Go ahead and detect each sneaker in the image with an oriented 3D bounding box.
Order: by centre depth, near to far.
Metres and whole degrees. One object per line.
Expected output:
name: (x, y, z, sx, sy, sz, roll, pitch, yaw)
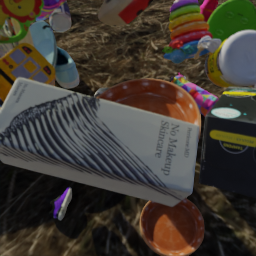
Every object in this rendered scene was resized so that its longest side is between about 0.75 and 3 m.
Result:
sneaker: (-1.753, 1.885, 7.172, 0.435, 0.304, 0.875, 10, 51, 10)
sneaker: (-2.739, -2.710, 10.536, 1.053, 1.167, 2.849, -33, 57, -26)

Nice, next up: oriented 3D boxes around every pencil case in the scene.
pencil case: (-2.503, -3.816, 7.999, 1.272, 1.272, 2.878, -19, 19, -16)
pencil case: (2.172, -1.110, 9.406, 0.800, 0.800, 1.810, -35, 61, -26)

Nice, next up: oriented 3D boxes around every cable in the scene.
cable: (-3.827, -1.645, 6.640, 2.184, 2.184, 0.756, -18, 47, -6)

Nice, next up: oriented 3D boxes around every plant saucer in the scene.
plant saucer: (0.230, -0.024, 5.631, 2.401, 0.387, 2.401, -7, 52, 9)
plant saucer: (1.056, 2.358, 6.810, 1.544, 0.249, 1.544, 1, 50, -1)
plant saucer: (-3.147, -2.382, 9.853, 0.502, 2.607, 2.607, 8, 35, -47)

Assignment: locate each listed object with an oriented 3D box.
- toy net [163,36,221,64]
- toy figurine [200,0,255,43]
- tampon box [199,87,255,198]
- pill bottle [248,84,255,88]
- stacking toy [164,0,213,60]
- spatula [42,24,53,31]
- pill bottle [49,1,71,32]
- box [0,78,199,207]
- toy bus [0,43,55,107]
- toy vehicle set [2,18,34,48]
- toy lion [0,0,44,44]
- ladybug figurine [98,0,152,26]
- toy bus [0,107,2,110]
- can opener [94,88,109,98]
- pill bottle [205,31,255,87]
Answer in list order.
toy net: (1.559, -1.987, 6.822, 1.346, 0.706, 0.260, -14, 46, 34)
toy figurine: (4.187, -4.690, 12.047, 2.804, 2.105, 2.580, 10, 37, -20)
tampon box: (2.424, 0.166, 5.296, 1.607, 1.354, 2.144, 10, 25, 25)
pill bottle: (4.203, -1.881, 10.197, 1.095, 0.598, 0.598, 22, 53, 19)
stacking toy: (1.682, -3.336, 8.330, 1.327, 1.403, 2.417, -15, 93, -29)
spatula: (-2.339, -2.950, 8.191, 0.101, 0.279, 0.986, 25, 22, -5)
pill bottle: (-2.460, -4.120, 9.962, 0.744, 0.744, 1.285, -10, 60, -8)
box: (-0.403, 0.229, 3.854, 2.543, 0.869, 1.045, 13, 63, -2)
toy bus: (-2.330, -0.807, 6.353, 0.912, 2.803, 1.097, 44, 74, -7)
toy vehicle set: (-2.963, -2.698, 7.022, 0.342, 2.580, 1.603, -29, 47, -27)
toy lion: (-2.429, -2.487, 5.877, 1.298, 1.354, 0.465, -11, 23, -26)
ladybug figurine: (0.171, -3.909, 8.199, 2.442, 0.878, 1.657, -39, 29, 22)
toy bus: (-1.945, -0.184, 4.907, 0.349, 0.290, 0.891, 20, 8, 11)
can opener: (0.324, -0.840, 9.193, 2.942, 0.785, 0.984, 10, 52, 7)
pill bottle: (2.781, -1.708, 7.380, 1.261, 1.261, 2.309, 4, 7, 3)
